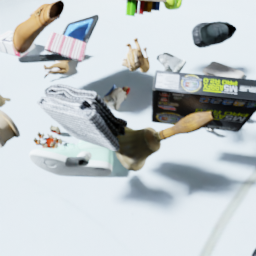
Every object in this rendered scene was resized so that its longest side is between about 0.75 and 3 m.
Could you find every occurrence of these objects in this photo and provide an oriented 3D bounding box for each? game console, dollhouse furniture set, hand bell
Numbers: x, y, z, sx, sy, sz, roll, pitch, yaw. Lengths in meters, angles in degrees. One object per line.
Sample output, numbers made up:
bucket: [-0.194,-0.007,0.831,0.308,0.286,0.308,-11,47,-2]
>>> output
game console: [-2.794,-3.428,10.929,2.488,1.647,2.829,-13,16,-34]
dollhouse furniture set: [-2.888,0.404,10.504,0.947,0.488,0.937,14,57,14]
hand bell: [0.984,0.151,7.205,2.576,1.341,1.341,-25,31,36]

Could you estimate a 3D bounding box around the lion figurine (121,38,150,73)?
lion figurine: [0.363,-1.990,8.353,0.590,1.629,0.998,-23,72,28]

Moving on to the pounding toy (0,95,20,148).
pounding toy: [-2.785,-0.066,6.309,0.971,1.698,0.974,46,51,4]

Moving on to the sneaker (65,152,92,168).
sneaker: [-1.274,0.942,7.988,0.492,0.418,1.111,2,8,25]

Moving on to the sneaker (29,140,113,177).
sneaker: [-1.858,0.746,9.626,2.735,1.007,1.613,8,49,-6]

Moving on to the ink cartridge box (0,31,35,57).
ink cartridge box: [-6.270,-4.658,15.464,1.712,0.722,1.239,18,47,18]

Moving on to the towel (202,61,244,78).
towel: [4.659,-2.712,13.744,1.793,0.309,1.188,29,52,27]

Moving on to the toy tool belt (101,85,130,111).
toy tool belt: [-0.607,-1.450,12.034,0.887,0.901,1.443,24,48,12]

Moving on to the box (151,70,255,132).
box: [1.894,-0.617,7.301,2.541,2.036,0.563,7,69,6]

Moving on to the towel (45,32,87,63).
towel: [-2.068,-2.692,9.387,1.281,0.192,0.937,16,51,-13]

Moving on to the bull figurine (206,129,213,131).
bull figurine: [3.565,-0.856,11.282,2.812,0.916,1.707,-26,33,-19]

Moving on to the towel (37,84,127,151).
towel: [-1.095,-0.318,7.031,1.931,1.599,0.826,13,64,36]

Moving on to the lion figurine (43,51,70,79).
lion figurine: [-3.375,-3.346,14.124,1.570,0.929,2.564,6,57,-14]

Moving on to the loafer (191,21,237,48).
loafer: [2.505,-2.763,8.111,0.732,0.708,2.086,-2,17,42]

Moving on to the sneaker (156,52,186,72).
sneaker: [1.040,-1.684,7.753,0.766,0.497,1.326,35,42,6]

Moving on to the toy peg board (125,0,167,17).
toy peg board: [0.579,-4.913,11.396,1.522,0.747,1.528,-1,24,-12]

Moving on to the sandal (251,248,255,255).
sandal: [3.253,3.667,6.946,2.529,0.541,0.962,-27,50,-26]

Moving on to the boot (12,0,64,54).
boot: [-3.273,-3.734,10.175,1.675,0.798,2.165,2,65,42]

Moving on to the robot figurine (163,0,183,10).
robot figurine: [1.834,-5.126,11.475,0.824,0.543,0.939,32,40,32]
